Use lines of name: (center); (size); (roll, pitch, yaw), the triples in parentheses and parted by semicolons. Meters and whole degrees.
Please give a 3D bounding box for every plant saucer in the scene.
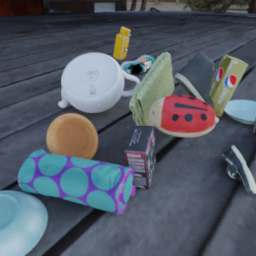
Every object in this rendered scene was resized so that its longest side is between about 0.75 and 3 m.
plant saucer: (4.365, -0.509, 10.166); (1.849, 0.356, 1.849); (0, 29, 0)
plant saucer: (-1.404, 0.294, 7.329); (1.413, 1.413, 0.264); (-21, 1, -34)
plant saucer: (-2.764, 1.880, 5.652); (2.173, 0.418, 2.173); (1, 29, 0)

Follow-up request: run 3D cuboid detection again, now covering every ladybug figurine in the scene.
ladybug figurine: (1.324, -0.350, 6.752); (1.668, 0.600, 1.132); (6, 58, 12)

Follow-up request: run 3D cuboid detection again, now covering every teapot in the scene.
teapot: (-1.145, -1.425, 10.169); (2.355, 1.720, 2.325); (31, 71, 20)

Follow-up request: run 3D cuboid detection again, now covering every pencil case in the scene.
pencil case: (-1.134, 1.171, 6.283); (2.456, 1.135, 1.045); (9, 75, 15)

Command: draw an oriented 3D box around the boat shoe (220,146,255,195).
boat shoe: (2.802, 1.116, 7.122); (0.525, 0.557, 1.552); (-32, 30, 18)

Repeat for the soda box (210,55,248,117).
soda box: (3.197, -1.410, 9.517); (0.627, 1.957, 0.663); (14, 25, -14)

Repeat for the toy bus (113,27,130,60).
toy bus: (-0.275, -3.559, 11.806); (0.411, 1.264, 0.495); (33, 44, 22)

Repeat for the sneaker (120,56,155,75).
sneaker: (0.692, -3.242, 14.917); (2.236, 0.798, 0.893); (-26, 42, -31)

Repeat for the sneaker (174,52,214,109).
sneaker: (2.075, -1.168, 7.499); (0.944, 1.777, 0.665); (-48, 43, 5)

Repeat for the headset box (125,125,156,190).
headset box: (0.323, 0.644, 6.679); (0.511, 1.322, 0.984); (3, 38, 16)

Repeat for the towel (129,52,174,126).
towel: (0.762, -1.010, 8.395); (0.417, 1.694, 2.283); (18, 59, 26)

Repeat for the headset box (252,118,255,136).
headset box: (4.413, -0.067, 8.433); (0.629, 1.212, 1.629); (0, 27, -1)
